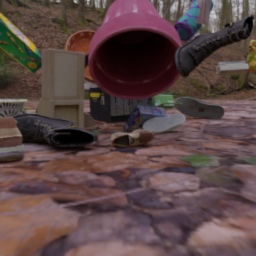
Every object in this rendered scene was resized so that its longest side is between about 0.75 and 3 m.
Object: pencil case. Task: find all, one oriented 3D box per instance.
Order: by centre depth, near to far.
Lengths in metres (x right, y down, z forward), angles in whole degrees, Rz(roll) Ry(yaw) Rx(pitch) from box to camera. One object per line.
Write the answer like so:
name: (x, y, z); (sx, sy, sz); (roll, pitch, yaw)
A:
pencil case: (2.188, -3.729, 9.488); (0.795, 1.719, 0.732); (26, -26, 20)

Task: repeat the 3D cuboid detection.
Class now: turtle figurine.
turtle figurine: (3.622, -2.003, 8.072); (0.475, 1.475, 1.190); (-8, 44, 35)

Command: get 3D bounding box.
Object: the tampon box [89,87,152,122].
tampon box: (-0.379, -1.237, 13.987); (2.580, 1.629, 1.934); (-6, 9, -37)

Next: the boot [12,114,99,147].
boot: (-2.043, 0.088, 7.103); (2.254, 0.780, 1.962); (0, 6, -21)

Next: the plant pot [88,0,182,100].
plant pot: (0.185, -2.883, 9.481); (2.992, 2.678, 2.992); (-3, -37, -2)

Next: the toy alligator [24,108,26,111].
toy alligator: (-5.031, -0.757, 12.572); (0.925, 0.670, 2.790); (35, 6, -6)

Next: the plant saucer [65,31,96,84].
plant saucer: (-1.527, -3.257, 13.122); (2.925, 2.925, 0.472); (-4, -23, -30)

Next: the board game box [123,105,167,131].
board game box: (0.653, -0.307, 9.756); (1.271, 0.392, 1.271); (-7, -31, -28)

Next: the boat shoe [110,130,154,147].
boat shoe: (0.108, 0.304, 7.043); (1.127, 0.427, 0.405); (-9, 11, 2)

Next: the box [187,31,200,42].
box: (2.720, -3.911, 11.922); (0.230, 0.728, 1.322); (-34, 4, 5)

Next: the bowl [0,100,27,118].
bowl: (-4.473, -0.334, 8.999); (2.383, 1.118, 2.383); (1, 7, 0)

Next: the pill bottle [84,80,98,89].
pill bottle: (-1.981, -3.144, 15.392); (1.111, 2.027, 1.111); (-1, 8, 0)

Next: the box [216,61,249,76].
box: (3.550, -2.029, 9.550); (0.976, 0.334, 0.401); (-3, -18, -2)

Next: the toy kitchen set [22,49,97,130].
toy kitchen set: (-2.222, -1.176, 9.697); (2.349, 2.598, 2.880); (-5, 11, -40)

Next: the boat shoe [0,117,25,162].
boat shoe: (-3.222, 0.063, 6.321); (2.795, 1.004, 1.059); (6, 9, 38)

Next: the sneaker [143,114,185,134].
sneaker: (1.199, -0.036, 9.624); (1.542, 0.570, 0.632); (-10, -26, -16)

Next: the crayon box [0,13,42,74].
crayon box: (-3.807, -2.879, 9.145); (1.287, 0.631, 2.167); (52, 4, 33)

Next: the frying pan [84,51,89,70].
frying pan: (-1.997, -2.024, 10.185); (2.687, 0.437, 1.625); (-38, 19, 31)

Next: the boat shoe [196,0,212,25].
boat shoe: (2.143, -3.564, 7.963); (0.408, 1.248, 0.459); (11, 38, 19)

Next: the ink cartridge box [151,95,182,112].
ink cartridge box: (1.568, -1.251, 14.681); (1.233, 0.704, 2.375); (0, -13, -29)

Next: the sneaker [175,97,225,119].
sneaker: (3.674, -0.967, 14.843); (2.554, 0.955, 1.357); (15, 4, 5)

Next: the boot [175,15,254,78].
boot: (1.992, -1.931, 6.398); (1.534, 0.610, 1.762); (-9, 37, 48)
